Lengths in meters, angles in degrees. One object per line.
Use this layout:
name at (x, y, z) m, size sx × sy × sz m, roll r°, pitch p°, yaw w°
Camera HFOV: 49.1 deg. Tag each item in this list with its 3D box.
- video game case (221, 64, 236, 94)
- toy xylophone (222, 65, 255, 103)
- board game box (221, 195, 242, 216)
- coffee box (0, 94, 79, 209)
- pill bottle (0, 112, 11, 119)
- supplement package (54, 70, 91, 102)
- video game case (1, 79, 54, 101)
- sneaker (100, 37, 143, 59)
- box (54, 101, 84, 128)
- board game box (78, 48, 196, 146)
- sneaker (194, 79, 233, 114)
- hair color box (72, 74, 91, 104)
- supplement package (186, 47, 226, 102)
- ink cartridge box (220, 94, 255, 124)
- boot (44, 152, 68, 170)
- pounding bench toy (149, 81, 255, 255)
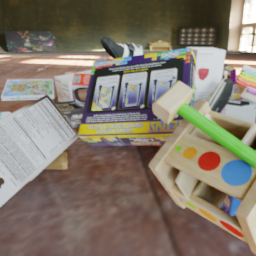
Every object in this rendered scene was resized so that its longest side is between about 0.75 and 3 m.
video game case at (3.561, -1.614, 10.344) m, size 0.259 × 1.447 × 1.311 m, roll -13°, pitch 28°, yaw -4°
toy xylophone at (3.493, -1.318, 8.267) m, size 1.295 × 0.444 × 1.769 m, roll 18°, pitch 37°, yaw -3°
board game box at (2.655, 0.945, 5.917) m, size 2.337 × 0.526 × 1.777 m, roll -5°, pitch 20°, yaw -16°
coffee box at (-2.239, 0.614, 4.726) m, size 1.535 × 1.084 × 2.715 m, roll -31°, pitch 11°, yaw 28°
pill bottle at (-4.067, 0.111, 7.627) m, size 1.777 × 0.984 × 0.984 m, roll -6°, pitch 20°, yaw -17°
supplement package at (-1.800, -1.735, 12.285) m, size 2.237 × 1.240 × 1.742 m, roll -18°, pitch 25°, yaw -28°
video game case at (-3.119, -1.237, 8.853) m, size 1.478 × 0.179 × 1.624 m, roll -4°, pitch 28°, yaw -15°
sneaker at (-0.059, -3.060, 11.281) m, size 0.960 × 1.146 × 2.590 m, roll 44°, pitch 8°, yaw 38°
box at (-1.708, -0.562, 10.219) m, size 2.163 × 0.538 × 1.705 m, roll -8°, pitch 21°, yaw -23°
board game box at (0.283, -0.754, 7.483) m, size 2.904 × 2.400 × 0.823 m, roll -1°, pitch -22°, yaw 24°
sneaker at (1.951, -0.637, 7.819) m, size 1.168 × 2.031 × 0.766 m, roll 41°, pitch 29°, yaw 30°
hair color box at (-0.910, -1.380, 10.055) m, size 2.014 × 1.022 × 0.617 m, roll 2°, pitch 55°, yaw 2°
supplement package at (2.191, -1.600, 8.303) m, size 0.887 × 1.462 × 0.876 m, roll -3°, pitch 22°, yaw -10°
ink cartridge box at (3.359, -0.333, 8.678) m, size 2.712 × 1.123 × 1.976 m, roll 13°, pitch 23°, yaw 33°
boot at (-2.112, 0.722, 6.832) m, size 1.244 × 0.411 × 1.089 m, roll -4°, pitch 31°, yaw -11°
pounding bench toy at (1.367, 0.458, 3.789) m, size 1.708 × 2.189 × 1.360 m, roll 24°, pitch 68°, yaw 45°
